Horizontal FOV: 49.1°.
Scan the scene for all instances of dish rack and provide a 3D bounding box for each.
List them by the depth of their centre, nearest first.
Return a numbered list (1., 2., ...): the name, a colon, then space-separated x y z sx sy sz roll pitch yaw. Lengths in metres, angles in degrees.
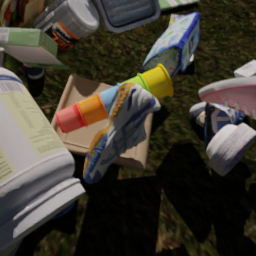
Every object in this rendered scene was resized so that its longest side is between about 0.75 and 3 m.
1. dish rack: -0.317 -4.663 9.069 2.506 2.920 0.636 -31 17 -32

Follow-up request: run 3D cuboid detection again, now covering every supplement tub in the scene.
1. supplement tub: -2.383 0.557 5.425 2.114 2.114 2.916 -32 81 -21
2. supplement tub: -2.061 -3.078 8.607 2.161 1.324 1.324 -22 46 34

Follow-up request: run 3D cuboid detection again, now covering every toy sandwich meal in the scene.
1. toy sandwich meal: -3.006 -3.328 7.968 0.518 1.513 1.513 33 58 -7

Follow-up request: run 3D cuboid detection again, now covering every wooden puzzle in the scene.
1. wooden puzzle: -0.618 -0.172 7.679 2.621 0.488 2.424 18 55 -10

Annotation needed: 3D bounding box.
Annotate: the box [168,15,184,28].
1. box: 2.067 -4.236 12.391 0.635 0.582 1.811 10 56 7

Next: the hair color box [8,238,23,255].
1. hair color box: -4.088 2.845 7.229 2.391 0.775 1.307 14 55 11

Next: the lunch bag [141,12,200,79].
1. lunch bag: 1.336 -2.280 8.006 1.098 1.723 1.465 32 64 -4

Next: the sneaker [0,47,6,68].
1. sneaker: -3.354 -1.285 6.881 0.723 1.113 1.928 -22 21 12

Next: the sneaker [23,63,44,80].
1. sneaker: -3.903 -3.073 11.310 0.838 0.979 2.388 -18 56 -12

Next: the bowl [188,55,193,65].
1. bowl: 2.147 -2.977 11.613 1.038 0.387 1.036 7 55 4

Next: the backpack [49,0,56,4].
1. backpack: -2.251 -4.880 9.222 1.409 1.540 1.131 -20 51 21

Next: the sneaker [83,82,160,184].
1. sneaker: -0.125 0.257 6.013 1.044 2.368 0.891 25 10 -22

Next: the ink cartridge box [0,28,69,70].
1. ink cartridge box: -2.777 -2.275 8.236 1.517 2.085 0.500 6 88 11

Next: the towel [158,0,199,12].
1. towel: 2.037 -6.639 14.303 2.512 0.294 1.916 -18 57 -14

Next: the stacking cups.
1. stacking cups: -0.318 -0.576 6.518 2.729 0.826 0.826 -25 58 -6

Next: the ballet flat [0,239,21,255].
1. ballet flat: -3.484 2.892 6.315 0.936 0.936 2.608 39 66 24

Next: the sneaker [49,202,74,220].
1. sneaker: -2.496 2.149 7.719 1.955 0.762 0.686 -13 55 -9

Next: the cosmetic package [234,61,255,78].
1. cosmetic package: 3.511 -1.307 7.773 0.686 0.820 0.682 -31 26 0

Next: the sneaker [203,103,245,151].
1. sneaker: 2.696 -0.273 7.782 1.081 1.063 2.808 11 46 11

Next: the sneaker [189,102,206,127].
1. sneaker: 3.258 -0.610 9.665 2.134 0.837 0.847 -23 53 -3

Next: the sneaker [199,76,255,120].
1. sneaker: 2.978 -0.476 6.539 2.573 0.968 1.345 -3 86 21

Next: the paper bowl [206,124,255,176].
1. paper bowl: 2.207 0.419 6.144 1.203 1.203 0.626 -37 60 -23
